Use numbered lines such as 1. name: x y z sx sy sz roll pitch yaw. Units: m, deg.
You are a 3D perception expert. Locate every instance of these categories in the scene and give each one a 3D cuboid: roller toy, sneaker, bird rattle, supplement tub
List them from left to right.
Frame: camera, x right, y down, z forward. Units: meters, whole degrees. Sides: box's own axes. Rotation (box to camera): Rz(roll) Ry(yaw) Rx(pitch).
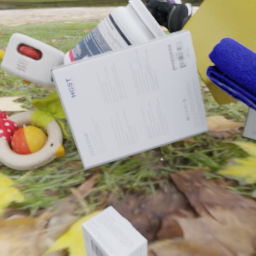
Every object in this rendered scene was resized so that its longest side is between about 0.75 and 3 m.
1. bird rattle: -2.995 0.106 7.969 2.866 1.614 2.336 -12 55 -25
2. roller toy: -2.626 -1.777 7.760 1.529 1.172 1.677 25 5 43
3. supplement tub: -0.273 -1.957 7.385 2.494 1.750 1.750 -36 25 16
4. sneaker: 1.130 -3.468 8.814 1.244 1.076 2.842 3 30 -6

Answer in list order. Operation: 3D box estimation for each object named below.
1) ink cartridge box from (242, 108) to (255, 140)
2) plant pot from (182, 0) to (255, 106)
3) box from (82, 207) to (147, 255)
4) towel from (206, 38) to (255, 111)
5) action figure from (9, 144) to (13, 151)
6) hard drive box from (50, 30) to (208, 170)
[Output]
1. ink cartridge box: 4.908 -0.356 8.770 2.049 1.482 1.489 18 34 29
2. plant pot: 2.697 -1.958 7.077 2.130 2.415 2.415 -33 62 17
3. box: -0.232 2.121 4.847 0.656 1.004 0.998 -24 37 -32
4. towel: 2.674 -0.297 4.555 2.925 0.725 2.160 43 23 21
5. action figure: -3.260 0.416 8.557 0.667 0.355 1.024 19 33 32
6. hard drive box: 0.059 -0.566 5.451 2.511 1.957 0.964 -16 17 -4
